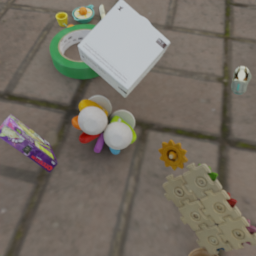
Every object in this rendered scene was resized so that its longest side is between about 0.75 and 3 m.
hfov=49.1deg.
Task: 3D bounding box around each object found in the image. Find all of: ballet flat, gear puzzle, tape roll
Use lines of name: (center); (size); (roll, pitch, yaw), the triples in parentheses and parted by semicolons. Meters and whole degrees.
ballet flat: (3.253, -1.489, 7.989); (0.505, 0.477, 1.497); (9, 39, 21)
gear puzzle: (1.634, 1.544, 6.538); (2.922, 1.513, 0.383); (55, 40, 4)
tape roll: (-1.722, -3.000, 10.870); (2.519, 0.605, 2.519); (0, 57, 1)

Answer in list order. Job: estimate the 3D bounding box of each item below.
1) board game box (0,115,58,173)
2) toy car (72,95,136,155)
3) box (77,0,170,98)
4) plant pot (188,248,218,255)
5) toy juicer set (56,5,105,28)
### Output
board game box: (-2.547, 0.310, 7.115); (0.386, 2.393, 1.436); (-47, 109, -8)
toy car: (-0.758, 0.061, 8.348); (1.948, 1.461, 1.705); (31, 21, -8)
box: (-0.143, -2.228, 8.132); (1.864, 1.225, 1.874); (41, 83, 0)
plant pot: (1.808, 3.415, 6.723); (0.922, 0.425, 0.922); (-1, 51, 1)
toy juicer set: (-1.790, -4.723, 11.992); (2.315, 0.630, 1.473); (-26, 60, -17)
